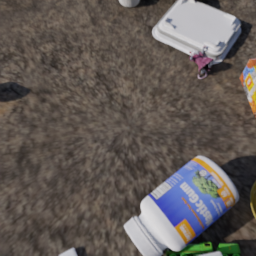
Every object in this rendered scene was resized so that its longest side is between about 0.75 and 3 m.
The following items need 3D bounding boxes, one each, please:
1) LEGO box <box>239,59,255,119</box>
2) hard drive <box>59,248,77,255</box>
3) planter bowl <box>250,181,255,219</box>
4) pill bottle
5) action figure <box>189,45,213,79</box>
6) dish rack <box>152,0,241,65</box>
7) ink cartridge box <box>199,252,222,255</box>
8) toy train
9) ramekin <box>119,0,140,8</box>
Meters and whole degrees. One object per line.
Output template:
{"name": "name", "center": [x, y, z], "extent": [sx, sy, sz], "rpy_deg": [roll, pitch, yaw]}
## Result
{"name": "LEGO box", "center": [5.125, -1.166, 8.554], "extent": [2.652, 1.023, 1.975], "rpy_deg": [-6, 62, -3]}
{"name": "hard drive", "center": [-1.405, 3.602, 6.501], "extent": [0.834, 0.160, 1.265], "rpy_deg": [-25, 65, -12]}
{"name": "planter bowl", "center": [3.816, 2.034, 7.021], "extent": [1.752, 0.730, 1.752], "rpy_deg": [0, 62, -1]}
{"name": "pill bottle", "center": [1.196, 1.932, 6.600], "extent": [2.514, 1.409, 1.409], "rpy_deg": [-37, 68, -9]}
{"name": "action figure", "center": [2.420, -2.278, 9.456], "extent": [0.687, 0.764, 1.026], "rpy_deg": [-23, 50, -14]}
{"name": "dish rack", "center": [2.553, -3.720, 10.184], "extent": [2.805, 0.611, 2.407], "rpy_deg": [31, 66, 14]}
{"name": "ink cartridge box", "center": [1.342, 3.936, 5.336], "extent": [1.867, 1.083, 2.530], "rpy_deg": [-8, 42, -5]}
{"name": "toy train", "center": [1.780, 3.009, 6.692], "extent": [1.840, 0.384, 0.519], "rpy_deg": [-1, 45, 2]}
{"name": "ramekin", "center": [0.046, -5.187, 11.012], "extent": [0.942, 0.495, 0.942], "rpy_deg": [0, 61, 0]}
